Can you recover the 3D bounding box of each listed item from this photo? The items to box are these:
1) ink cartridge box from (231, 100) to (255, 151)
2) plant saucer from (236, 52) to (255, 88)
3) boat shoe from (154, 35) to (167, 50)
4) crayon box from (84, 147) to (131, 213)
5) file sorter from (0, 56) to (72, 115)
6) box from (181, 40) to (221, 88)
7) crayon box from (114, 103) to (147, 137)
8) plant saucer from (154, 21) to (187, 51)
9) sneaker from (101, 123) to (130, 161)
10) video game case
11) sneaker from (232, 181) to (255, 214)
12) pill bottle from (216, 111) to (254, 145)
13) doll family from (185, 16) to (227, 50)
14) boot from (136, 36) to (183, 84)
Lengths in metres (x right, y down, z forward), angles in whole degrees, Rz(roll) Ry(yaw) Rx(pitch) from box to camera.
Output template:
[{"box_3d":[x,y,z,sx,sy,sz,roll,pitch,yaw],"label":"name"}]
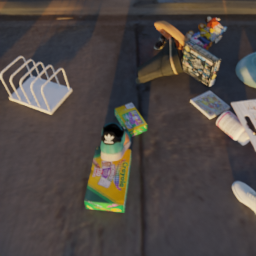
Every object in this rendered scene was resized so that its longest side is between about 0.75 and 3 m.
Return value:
[{"box_3d":[5.073,-0.098,9.768,2.598,0.741,2.112,-11,58,-7],"label":"ink cartridge box"},{"box_3d":[5.854,-2.602,11.718,2.511,0.483,2.511,-7,49,8],"label":"plant saucer"},{"box_3d":[1.547,-4.109,13.291,0.395,0.371,1.099,26,57,17],"label":"boat shoe"},{"box_3d":[-0.574,1.553,8.667,1.162,0.570,1.957,5,51,4],"label":"crayon box"},{"box_3d":[-3.510,-1.696,10.707,2.071,1.289,1.437,19,55,19],"label":"file sorter"},{"box_3d":[2.906,-2.624,11.483,0.385,1.329,1.673,-31,56,-21],"label":"box"},{"box_3d":[0.081,-0.303,10.280,0.736,0.361,1.239,-21,55,-16],"label":"crayon box"},{"box_3d":[1.993,-4.058,12.333,0.362,1.932,1.932,-50,60,10],"label":"plant saucer"},{"box_3d":[-0.355,0.215,8.862,0.819,0.917,2.296,3,17,5],"label":"sneaker"},{"box_3d":[3.172,-0.915,10.880,1.032,0.130,1.134,-26,54,-20],"label":"video game case"},{"box_3d":[3.765,2.120,8.250,0.564,0.547,1.545,-30,58,-22],"label":"sneaker"},{"box_3d":[3.755,0.009,9.832,0.681,0.681,1.202,-29,57,-21],"label":"pill bottle"},{"box_3d":[3.500,-4.338,13.278,2.101,0.947,1.304,-41,69,-9],"label":"doll family"},{"box_3d":[1.227,-2.954,12.060,1.918,1.074,2.773,-18,29,16],"label":"boot"}]
